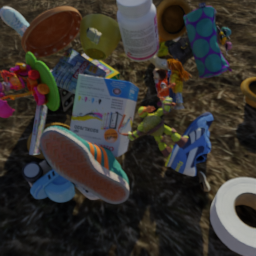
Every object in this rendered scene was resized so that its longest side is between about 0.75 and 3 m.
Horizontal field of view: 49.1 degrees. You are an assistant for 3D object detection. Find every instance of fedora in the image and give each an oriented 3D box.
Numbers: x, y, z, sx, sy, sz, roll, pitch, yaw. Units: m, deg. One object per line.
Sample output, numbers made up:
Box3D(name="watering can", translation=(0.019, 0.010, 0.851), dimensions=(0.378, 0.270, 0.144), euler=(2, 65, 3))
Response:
Box3D(name="fedora", translation=(1.926, -5.034, 12.802), dimensions=(1.980, 1.980, 0.807), euler=(-16, 39, -13))
Box3D(name="fedora", translation=(5.895, -1.396, 12.380), dimensions=(2.038, 0.831, 2.038), euler=(3, 49, -4))
Box3D(name="fedora", translation=(-2.869, 0.624, 10.655), dimensions=(1.835, 0.748, 1.835), euler=(2, 46, -2))

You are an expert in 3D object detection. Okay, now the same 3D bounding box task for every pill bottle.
Box3D(name="pill bottle", translation=(0.376, -3.848, 10.521), dimensions=(1.428, 2.519, 1.428), euler=(-5, 60, 8))

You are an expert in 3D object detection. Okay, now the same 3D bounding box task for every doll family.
Box3D(name="doll family", translation=(1.490, -1.517, 9.514), dimensions=(1.166, 1.606, 2.588), euler=(-6, 12, 3))

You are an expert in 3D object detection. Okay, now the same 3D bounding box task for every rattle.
Box3D(name="rattle", translation=(2.037, -3.651, 13.683), dimensions=(1.849, 2.029, 2.840), euler=(22, 42, -7))

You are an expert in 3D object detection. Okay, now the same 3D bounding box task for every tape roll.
Box3D(name="tape roll", translation=(3.803, 2.736, 8.747), dimensions=(2.325, 0.813, 2.325), euler=(0, 48, 0))

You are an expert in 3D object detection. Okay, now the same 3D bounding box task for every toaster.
Box3D(name="toaster", translation=(-3.164, -1.638, 12.254), dimensions=(1.530, 1.383, 0.908), euler=(26, 51, 20))

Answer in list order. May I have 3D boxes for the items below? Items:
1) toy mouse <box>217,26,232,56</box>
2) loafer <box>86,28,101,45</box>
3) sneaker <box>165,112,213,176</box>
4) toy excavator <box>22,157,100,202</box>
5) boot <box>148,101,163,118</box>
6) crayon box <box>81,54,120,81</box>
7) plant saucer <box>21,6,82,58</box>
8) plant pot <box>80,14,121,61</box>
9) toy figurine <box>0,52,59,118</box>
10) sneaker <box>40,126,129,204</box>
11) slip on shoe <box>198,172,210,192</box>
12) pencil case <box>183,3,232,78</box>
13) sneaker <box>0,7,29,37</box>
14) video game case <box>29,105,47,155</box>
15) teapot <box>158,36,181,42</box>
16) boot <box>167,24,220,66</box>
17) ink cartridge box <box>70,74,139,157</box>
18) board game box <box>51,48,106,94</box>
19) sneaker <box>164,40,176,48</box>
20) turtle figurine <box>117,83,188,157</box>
Box3D(name="toy mouse", translation=(3.530, -3.170, 9.960), dimensions=(0.222, 1.148, 1.021), euler=(-16, 11, 4))
Box3D(name="loafer", translation=(-1.196, -3.124, 9.478), dimensions=(0.374, 0.414, 1.094), euler=(13, 23, -25))
Box3D(name="sneaker", translation=(2.564, 0.617, 10.511), dimensions=(1.212, 1.090, 2.947), euler=(31, 61, 19))
Box3D(name="toy excavator", translation=(-1.811, 1.865, 9.411), dimensions=(2.525, 1.297, 2.597), euler=(-36, 70, -25))
Box3D(name="boot", translation=(0.838, -0.609, 9.918), dimensions=(0.272, 0.785, 0.683), euler=(-47, 22, -17))
Box3D(name="crayon box", translation=(-1.744, -2.606, 13.513), dimensions=(1.450, 0.711, 2.442), euler=(-36, 58, -27))
Box3D(name="plant saucer", translation=(-2.977, -3.742, 10.918), dimensions=(2.575, 2.575, 0.416), euler=(-33, 83, -25))
Box3D(name="plant pot", translation=(-1.188, -3.440, 11.169), dimensions=(1.736, 1.736, 1.232), euler=(8, 73, 7))
Box3D(name="toy figurine", translation=(-3.261, -1.108, 7.897), dimensions=(1.863, 1.519, 2.024), euler=(-25, 72, -31))
Box3D(name="sneaker", translation=(-1.098, 0.853, 7.449), dimensions=(1.026, 2.874, 1.148), euler=(-37, 26, 16))
Box3D(name="slip on shoe", translation=(2.610, 1.891, 9.862), dimensions=(0.231, 0.290, 0.763), euler=(-8, 56, -16))
Box3D(name="pencil case", translation=(2.949, -3.199, 10.499), dimensions=(1.203, 2.604, 1.108), euler=(-14, 5, 14))
Box3D(name="sneaker", translation=(-4.232, -4.061, 11.224), dimensions=(0.756, 1.844, 0.682), euler=(34, 87, 36))
Box3D(name="video game case", translation=(-2.828, 0.045, 8.865), dimensions=(0.144, 1.145, 1.599), euler=(8, 85, -7))
Box3D(name="teapot", translation=(2.340, -5.340, 15.817), dimensions=(1.240, 0.906, 1.224), euler=(7, 83, -25))
Box3D(name="boot", translation=(2.625, -3.887, 11.900), dimensions=(2.229, 0.886, 2.560), euler=(-30, 44, 25))
Box3D(name="ink cartridge box", translation=(-0.749, -0.369, 8.914), dimensions=(1.654, 1.625, 2.247), euler=(11, 94, 9))
Box3D(name="board game box", translation=(-1.908, -2.151, 11.143), dimensions=(1.843, 0.569, 1.844), euler=(24, 47, -2))
Box3D(name="sneaker", translation=(1.988, -3.905, 13.280), dimensions=(0.593, 0.395, 1.035), euler=(-21, 39, -30))
Box3D(name="turtle figurine", translation=(0.845, -0.079, 7.501), dimensions=(2.032, 1.639, 0.654), euler=(-41, 14, 13))
